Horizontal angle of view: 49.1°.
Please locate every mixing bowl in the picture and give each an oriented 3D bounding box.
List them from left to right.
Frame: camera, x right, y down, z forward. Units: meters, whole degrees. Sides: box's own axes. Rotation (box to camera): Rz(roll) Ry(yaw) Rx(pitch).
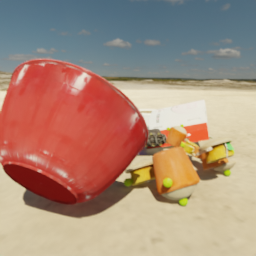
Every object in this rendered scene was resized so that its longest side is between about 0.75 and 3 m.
[{"bbox_3d":[-1.041,0.311,4.303,2.428,2.428,1.315,5,53,27],"label":"mixing bowl"}]

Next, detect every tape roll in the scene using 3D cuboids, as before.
[{"bbox_3d":[0.884,-0.373,12.427,2.054,0.719,2.054,0,11,0],"label":"tape roll"}]

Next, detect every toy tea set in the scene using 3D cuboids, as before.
[{"bbox_3d":[1.680,0.374,7.155,1.591,0.589,0.946,19,11,-42],"label":"toy tea set"},{"bbox_3d":[1.346,0.933,5.712,2.710,1.003,1.611,-9,-16,-27],"label":"toy tea set"}]

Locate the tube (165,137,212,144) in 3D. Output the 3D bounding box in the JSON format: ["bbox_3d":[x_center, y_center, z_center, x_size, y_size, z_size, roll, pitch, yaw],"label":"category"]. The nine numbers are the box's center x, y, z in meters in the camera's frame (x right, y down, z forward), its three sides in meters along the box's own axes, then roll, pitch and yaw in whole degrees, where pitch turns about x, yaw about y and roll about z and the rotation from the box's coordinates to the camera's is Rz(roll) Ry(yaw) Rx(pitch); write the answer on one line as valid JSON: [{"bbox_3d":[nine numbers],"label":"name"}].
[{"bbox_3d":[1.835,0.320,8.854,1.554,0.403,0.451,-5,29,33],"label":"tube"}]

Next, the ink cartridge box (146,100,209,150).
[{"bbox_3d":[1.588,-0.170,9.058,1.914,0.672,2.355,-11,15,17],"label":"ink cartridge box"}]

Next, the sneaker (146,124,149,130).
[{"bbox_3d":[-0.066,0.017,9.978,2.068,0.732,0.755,-8,30,-24],"label":"sneaker"}]

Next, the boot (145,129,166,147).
[{"bbox_3d":[-0.013,0.323,7.602,2.114,0.841,2.429,-3,9,0],"label":"boot"}]

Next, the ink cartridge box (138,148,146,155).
[{"bbox_3d":[0.041,0.637,8.428,0.830,0.180,0.822,0,11,-12],"label":"ink cartridge box"}]
